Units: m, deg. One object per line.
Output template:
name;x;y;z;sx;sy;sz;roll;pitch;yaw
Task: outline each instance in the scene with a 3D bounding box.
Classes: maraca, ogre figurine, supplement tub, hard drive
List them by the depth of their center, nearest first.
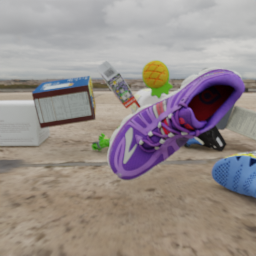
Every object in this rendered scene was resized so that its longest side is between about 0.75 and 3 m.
ogre figurine;-0.259;0.405;9.611;1.757;0.862;1.054;11;-15;-33
hard drive;2.263;0.018;9.916;0.405;1.497;2.142;-52;34;-15
maraca;1.031;-1.758;10.036;0.979;1.428;0.764;-22;-14;15
supplement tub;1.152;-1.118;14.819;1.861;1.861;2.566;-2;10;-9

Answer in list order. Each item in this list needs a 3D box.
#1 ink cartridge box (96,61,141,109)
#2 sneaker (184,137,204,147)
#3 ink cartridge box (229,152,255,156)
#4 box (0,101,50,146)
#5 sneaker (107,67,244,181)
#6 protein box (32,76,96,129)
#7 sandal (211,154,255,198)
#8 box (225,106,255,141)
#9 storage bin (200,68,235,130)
ink cartridge box;-0.328;-1.643;12.566;0.661;2.625;1.430;-37;43;-1
sneaker;2.199;0.526;9.732;0.328;0.475;0.854;35;-2;-43
ink cartridge box;3.352;0.962;7.331;1.136;0.471;0.828;-4;11;-23
box;-4.143;-0.233;10.754;1.830;1.576;1.839;-1;10;-3
sneaker;0.731;-0.082;4.934;2.841;1.145;1.185;-41;4;10
protein box;-1.898;-0.859;8.714;1.620;1.093;1.609;-9;20;-3
sandal;2.702;1.107;5.653;2.205;0.876;0.960;7;17;41
box;4.169;-0.101;9.417;0.763;0.895;1.400;17;9;-31
storage bin;3.196;-0.908;10.057;1.490;2.047;1.375;10;23;-11
